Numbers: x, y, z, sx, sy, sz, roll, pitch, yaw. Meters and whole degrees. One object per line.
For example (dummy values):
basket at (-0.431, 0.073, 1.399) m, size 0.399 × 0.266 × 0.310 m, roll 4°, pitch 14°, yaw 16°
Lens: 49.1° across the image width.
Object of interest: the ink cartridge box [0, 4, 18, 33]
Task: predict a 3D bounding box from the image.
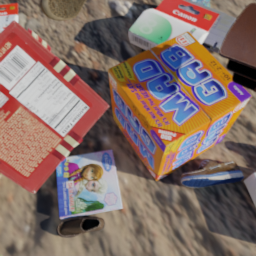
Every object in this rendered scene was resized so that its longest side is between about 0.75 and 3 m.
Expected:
ink cartridge box at (-5.360, -4.413, 11.317) m, size 1.721 × 0.532 × 2.122 m, roll -8°, pitch 65°, yaw -5°

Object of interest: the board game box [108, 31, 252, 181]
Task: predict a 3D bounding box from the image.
board game box at (1.248, -0.544, 8.052) m, size 2.592 × 2.594 × 2.592 m, roll -29°, pitch 66°, yaw -14°

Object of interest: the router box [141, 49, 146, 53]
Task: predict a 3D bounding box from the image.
router box at (1.014, -2.951, 10.599) m, size 0.944 × 0.391 × 1.260 m, roll 8°, pitch 62°, yaw 4°

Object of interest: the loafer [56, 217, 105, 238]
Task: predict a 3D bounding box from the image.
loafer at (-1.300, 2.625, 7.576) m, size 1.323 × 0.470 × 0.483 m, roll -11°, pitch 62°, yaw -6°

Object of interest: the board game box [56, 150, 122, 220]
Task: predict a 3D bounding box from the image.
board game box at (-1.171, 1.616, 8.175) m, size 1.753 × 0.362 × 1.757 m, roll -10°, pitch 62°, yaw -5°

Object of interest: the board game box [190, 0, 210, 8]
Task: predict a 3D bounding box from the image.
board game box at (3.038, -5.194, 11.876) m, size 0.798 × 0.248 × 1.057 m, roll 5°, pitch 62°, yaw 3°

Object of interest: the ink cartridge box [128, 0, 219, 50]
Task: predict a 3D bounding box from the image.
ink cartridge box at (1.779, -3.878, 10.369) m, size 2.388 × 0.743 × 2.967 m, roll 29°, pitch 72°, yaw 15°

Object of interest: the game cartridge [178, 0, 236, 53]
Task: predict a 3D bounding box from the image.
game cartridge at (2.737, -4.101, 11.058) m, size 2.538 × 0.487 × 1.645 m, roll 28°, pitch 72°, yaw 14°

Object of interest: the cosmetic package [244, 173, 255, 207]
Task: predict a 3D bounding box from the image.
cosmetic package at (4.143, 2.136, 7.636) m, size 1.055 × 0.832 × 1.961 m, roll -14°, pitch 64°, yaw -5°

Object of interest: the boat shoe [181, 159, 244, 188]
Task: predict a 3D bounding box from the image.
boat shoe at (2.390, 1.317, 8.229) m, size 1.863 × 0.673 × 0.674 m, roll -2°, pitch 57°, yaw -12°

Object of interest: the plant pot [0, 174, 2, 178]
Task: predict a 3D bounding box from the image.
plant pot at (-4.728, 0.693, 7.761) m, size 2.234 × 2.441 × 2.441 m, roll 1°, pitch 61°, yaw -13°

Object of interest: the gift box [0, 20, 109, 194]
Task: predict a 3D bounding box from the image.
gift box at (-2.348, -0.700, 6.139) m, size 2.675 × 2.707 × 2.899 m, roll -46°, pitch 109°, yaw -8°

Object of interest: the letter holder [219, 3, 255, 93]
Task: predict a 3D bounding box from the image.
letter holder at (2.612, -1.715, 5.879) m, size 1.081 × 0.765 × 1.521 m, roll 28°, pitch 74°, yaw 20°

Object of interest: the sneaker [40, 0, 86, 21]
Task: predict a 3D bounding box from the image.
sneaker at (-1.453, -2.842, 6.167) m, size 0.782 × 0.729 × 2.071 m, roll -3°, pitch 38°, yaw 25°
